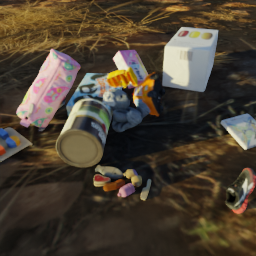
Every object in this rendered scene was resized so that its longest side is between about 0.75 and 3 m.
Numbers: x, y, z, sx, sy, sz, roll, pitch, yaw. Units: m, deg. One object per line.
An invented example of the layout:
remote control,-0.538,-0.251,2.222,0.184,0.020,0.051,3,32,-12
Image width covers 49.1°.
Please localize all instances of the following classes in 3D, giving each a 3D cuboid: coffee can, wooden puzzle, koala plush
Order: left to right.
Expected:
wooden puzzle,-3.566,0.425,7.813,1.211,0.303,1.307,27,43,35
coffee can,-1.137,0.096,7.513,1.165,1.165,1.592,2,34,4
koala plush,-0.211,-0.609,8.232,1.131,1.230,1.091,-27,10,31

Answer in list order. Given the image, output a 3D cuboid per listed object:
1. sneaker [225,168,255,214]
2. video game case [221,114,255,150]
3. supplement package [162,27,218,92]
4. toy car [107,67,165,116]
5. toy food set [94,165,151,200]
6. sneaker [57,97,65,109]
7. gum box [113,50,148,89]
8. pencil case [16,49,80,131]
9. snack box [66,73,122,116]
sneaker,2.365,1.285,5.938,0.493,1.008,0.356,25,-5,-22
video game case,3.500,0.075,8.280,1.035,0.125,1.135,-14,49,-20
supplement package,2.622,-2.939,11.567,1.697,1.634,2.983,11,35,17
toy car,0.223,-1.359,8.348,0.982,2.951,1.447,-8,67,24
toy food set,-0.206,1.251,6.660,1.438,0.226,0.914,9,35,13
sneaker,-2.695,-0.669,9.360,1.325,0.510,0.502,-22,81,-9
gum box,0.125,-2.295,10.704,0.830,0.484,1.463,-18,77,-39
pencil case,-2.343,-1.092,8.192,1.021,2.336,1.021,33,11,-7
snack box,-1.093,-1.211,10.023,1.453,0.464,2.500,5,36,7
